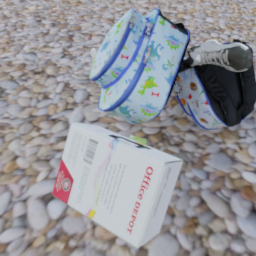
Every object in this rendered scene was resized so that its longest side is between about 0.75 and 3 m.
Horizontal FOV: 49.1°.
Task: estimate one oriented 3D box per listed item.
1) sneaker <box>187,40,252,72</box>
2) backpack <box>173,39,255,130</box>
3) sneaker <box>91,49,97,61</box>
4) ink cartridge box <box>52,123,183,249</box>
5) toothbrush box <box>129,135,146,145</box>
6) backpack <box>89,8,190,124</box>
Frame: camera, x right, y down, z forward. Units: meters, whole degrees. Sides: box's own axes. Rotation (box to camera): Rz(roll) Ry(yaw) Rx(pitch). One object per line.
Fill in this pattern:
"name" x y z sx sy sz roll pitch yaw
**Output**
"sneaker" 2.253 -1.840 7.508 1.148 0.746 1.988 -17 26 -14
"backpack" 3.091 -1.351 10.132 2.961 2.281 2.820 -24 89 -26
"sneaker" -1.155 -2.689 10.585 0.289 0.763 0.401 9 42 28
"ink cartridge box" -0.299 1.141 6.255 2.501 1.823 1.036 21 8 30
"toothbrush box" 0.199 0.722 9.626 0.618 0.365 0.849 16 46 14
"backpack" 0.109 -1.681 8.071 2.101 2.617 2.859 22 75 -22
